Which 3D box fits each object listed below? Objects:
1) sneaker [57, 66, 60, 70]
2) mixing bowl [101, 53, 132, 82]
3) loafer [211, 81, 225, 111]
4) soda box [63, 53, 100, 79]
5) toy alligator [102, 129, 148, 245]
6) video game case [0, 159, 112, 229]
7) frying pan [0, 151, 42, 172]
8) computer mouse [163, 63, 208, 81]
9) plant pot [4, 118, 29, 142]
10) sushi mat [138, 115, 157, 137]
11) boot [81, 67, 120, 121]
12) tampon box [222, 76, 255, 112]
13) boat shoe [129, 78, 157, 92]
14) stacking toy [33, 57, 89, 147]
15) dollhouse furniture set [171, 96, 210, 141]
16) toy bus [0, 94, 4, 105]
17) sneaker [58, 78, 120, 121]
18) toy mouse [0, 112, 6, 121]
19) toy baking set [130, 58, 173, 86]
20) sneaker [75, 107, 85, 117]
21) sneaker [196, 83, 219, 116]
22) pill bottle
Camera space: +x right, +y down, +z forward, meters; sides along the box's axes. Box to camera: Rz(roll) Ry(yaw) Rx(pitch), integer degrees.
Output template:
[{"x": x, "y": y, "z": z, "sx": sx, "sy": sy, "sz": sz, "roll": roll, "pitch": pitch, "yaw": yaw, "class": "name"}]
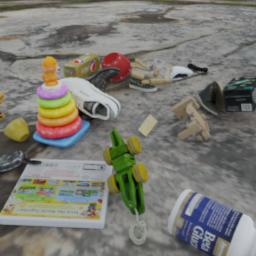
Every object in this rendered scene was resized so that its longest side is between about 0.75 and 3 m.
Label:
[{"x": -4.078, "y": -3.449, "z": 15.597, "sx": 0.326, "sy": 0.344, "sz": 0.853, "roll": -22, "pitch": 38, "yaw": -34, "class": "sneaker"}, {"x": -0.716, "y": -3.162, "z": 14.001, "sx": 1.652, "sy": 0.894, "sz": 1.652, "roll": -14, "pitch": 48, "yaw": 16, "class": "mixing bowl"}, {"x": 3.943, "y": -1.296, "z": 11.755, "sx": 0.618, "sy": 0.685, "sz": 1.810, "roll": 16, "pitch": 39, "yaw": -26, "class": "loafer"}, {"x": -2.385, "y": -3.179, "z": 14.684, "sx": 0.777, "sy": 0.822, "sz": 2.428, "roll": 13, "pitch": 33, "yaw": 21, "class": "soda box"}, {"x": 0.050, "y": 1.361, "z": 6.962, "sx": 0.988, "sy": 0.716, "sz": 2.980, "roll": -26, "pitch": 57, "yaw": 21, "class": "toy alligator"}, {"x": -1.726, "y": 1.623, "z": 7.355, "sx": 2.447, "sy": 0.280, "sz": 2.227, "roll": 2, "pitch": 31, "yaw": 2, "class": "video game case"}, {"x": -3.285, "y": 1.003, "z": 8.115, "sx": 1.557, "sy": 0.253, "sz": 0.942, "roll": 9, "pitch": 35, "yaw": 45, "class": "frying pan"}, {"x": 2.919, "y": -2.986, "z": 14.660, "sx": 2.385, "sy": 0.523, "sz": 1.308, "roll": -18, "pitch": 37, "yaw": -27, "class": "computer mouse"}, {"x": -3.646, "y": 0.143, "z": 9.362, "sx": 0.545, "sy": 0.767, "sz": 0.767, "roll": 44, "pitch": 45, "yaw": 10, "class": "plant pot"}, {"x": 0.699, "y": -0.082, "z": 9.863, "sx": 0.383, "sy": 0.048, "sz": 0.800, "roll": 40, "pitch": 64, "yaw": -1, "class": "sushi mat"}, {"x": -0.976, "y": -1.272, "z": 10.914, "sx": 2.038, "sy": 0.705, "sz": 1.774, "roll": -24, "pitch": 77, "yaw": -6, "class": "boot"}, {"x": 4.255, "y": -1.269, "z": 10.385, "sx": 1.043, "sy": 0.879, "sz": 1.392, "roll": 2, "pitch": 29, "yaw": 37, "class": "tampon box"}, {"x": 0.681, "y": -2.041, "z": 13.174, "sx": 1.425, "sy": 0.454, "sz": 0.504, "roll": 15, "pitch": 35, "yaw": 24, "class": "boat shoe"}, {"x": -2.363, "y": -0.906, "z": 9.004, "sx": 1.539, "sy": 2.805, "sz": 1.628, "roll": 12, "pitch": 36, "yaw": 23, "class": "stacking toy"}, {"x": 2.182, "y": -0.138, "z": 9.859, "sx": 0.875, "sy": 1.025, "sz": 1.977, "roll": -33, "pitch": 22, "yaw": 24, "class": "dollhouse furniture set"}, {"x": -5.907, "y": -1.019, "z": 11.302, "sx": 1.673, "sy": 0.655, "sz": 0.545, "roll": -2, "pitch": 30, "yaw": -3, "class": "toy bus"}, {"x": -1.576, "y": -1.031, "z": 9.918, "sx": 2.626, "sy": 1.003, "sz": 1.057, "roll": 22, "pitch": 25, "yaw": 9, "class": "sneaker"}, {"x": -5.102, "y": -0.440, "z": 10.834, "sx": 0.736, "sy": 0.160, "sz": 0.828, "roll": 9, "pitch": 32, "yaw": 13, "class": "toy mouse"}, {"x": 1.251, "y": -2.735, "z": 13.411, "sx": 2.559, "sy": 0.298, "sz": 1.964, "roll": -2, "pitch": 51, "yaw": -22, "class": "toy baking set"}, {"x": -1.972, "y": -0.885, "z": 11.190, "sx": 1.540, "sy": 0.589, "sz": 0.882, "roll": -22, "pitch": 36, "yaw": -36, "class": "sneaker"}, {"x": 3.325, "y": -1.191, "z": 11.185, "sx": 0.573, "sy": 0.814, "sz": 1.533, "roll": 22, "pitch": 29, "yaw": -29, "class": "sneaker"}, {"x": 1.880, "y": 2.124, "z": 5.763, "sx": 1.908, "sy": 1.059, "sz": 1.059, "roll": 20, "pitch": 37, "yaw": 30, "class": "pill bottle"}]
